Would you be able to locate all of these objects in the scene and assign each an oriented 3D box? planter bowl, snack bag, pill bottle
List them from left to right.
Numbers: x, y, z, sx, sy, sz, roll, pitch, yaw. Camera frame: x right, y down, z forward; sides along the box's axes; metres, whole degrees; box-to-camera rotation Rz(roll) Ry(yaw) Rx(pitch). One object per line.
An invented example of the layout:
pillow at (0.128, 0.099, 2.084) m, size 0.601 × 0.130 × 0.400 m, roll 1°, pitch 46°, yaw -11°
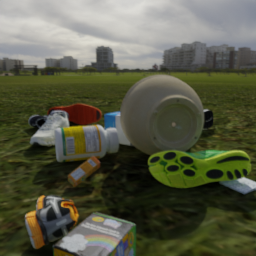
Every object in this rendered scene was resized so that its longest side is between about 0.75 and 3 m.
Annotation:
pill bottle at (-1.304, 0.466, 8.847) m, size 1.902 × 1.073 × 1.073 m, roll -5°, pitch 14°, yaw -18°
planter bowl at (1.166, -0.241, 8.371) m, size 2.626 × 2.626 × 1.767 m, roll -2°, pitch 12°, yaw -9°
snack bag at (2.840, 1.400, 6.993) m, size 0.816 × 0.087 × 0.769 m, roll -8°, pitch 14°, yaw -31°

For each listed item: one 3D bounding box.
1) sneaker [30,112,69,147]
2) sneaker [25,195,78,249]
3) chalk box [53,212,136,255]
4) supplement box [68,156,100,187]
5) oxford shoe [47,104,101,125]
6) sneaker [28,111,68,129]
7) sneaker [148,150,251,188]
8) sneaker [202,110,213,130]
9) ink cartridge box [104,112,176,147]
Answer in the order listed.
sneaker at (-3.014, 0.039, 10.889) m, size 0.965 × 1.041 × 2.568 m, roll 4°, pitch 15°, yaw 9°
sneaker at (-1.147, 1.447, 4.616) m, size 0.667 × 0.676 × 1.728 m, roll -21°, pitch 2°, yaw -8°
chalk box at (-0.359, 1.751, 3.949) m, size 0.755 × 0.751 × 1.214 m, roll 7°, pitch 15°, yaw 28°
supplement box at (-1.108, 1.097, 7.065) m, size 0.857 × 0.285 × 0.295 m, roll -36°, pitch 66°, yaw -30°
oxford shoe at (-2.630, -0.752, 14.424) m, size 2.930 × 1.043 × 1.063 m, roll 4°, pitch 8°, yaw 17°
sneaker at (-3.661, -0.317, 13.226) m, size 1.889 × 0.713 × 1.075 m, roll -12°, pitch 17°, yaw -23°
sneaker at (1.777, 1.045, 7.228) m, size 2.538 × 0.940 × 1.060 m, roll 0°, pitch -7°, yaw 1°
sneaker at (2.645, -0.279, 12.630) m, size 2.846 × 1.052 × 1.129 m, roll -3°, pitch 2°, yaw -40°
ink cartridge box at (0.730, -0.017, 10.604) m, size 2.699 × 1.159 × 1.976 m, roll 10°, pitch 15°, yaw 40°
